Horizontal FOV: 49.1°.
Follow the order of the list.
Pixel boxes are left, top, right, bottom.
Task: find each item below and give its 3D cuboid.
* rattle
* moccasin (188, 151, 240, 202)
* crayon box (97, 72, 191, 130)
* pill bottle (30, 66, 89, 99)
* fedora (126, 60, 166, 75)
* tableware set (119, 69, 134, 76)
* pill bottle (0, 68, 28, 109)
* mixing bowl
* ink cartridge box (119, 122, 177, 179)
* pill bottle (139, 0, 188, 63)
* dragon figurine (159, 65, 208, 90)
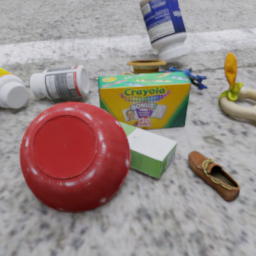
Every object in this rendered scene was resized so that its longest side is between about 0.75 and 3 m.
[{"bbox_3d":[4.448,-1.117,9.249,1.818,1.994,2.792,-5,30,-30],"label":"rattle"},{"bbox_3d":[2.194,1.136,7.302,0.624,0.658,1.705,-15,40,-19],"label":"moccasin"},{"bbox_3d":[0.475,-0.816,8.997,2.801,1.664,0.816,-4,37,-5],"label":"crayon box"},{"bbox_3d":[-2.505,-1.645,10.347,1.939,1.123,1.123,-4,37,11],"label":"pill bottle"},{"bbox_3d":[0.707,-2.316,11.073,1.612,0.657,1.612,-2,19,1],"label":"fedora"},{"bbox_3d":[0.422,-2.281,12.107,1.243,0.173,1.488,29,46,31],"label":"tableware set"},{"bbox_3d":[-4.658,-1.504,10.237,2.237,1.222,1.222,27,45,31],"label":"pill bottle"},{"bbox_3d":[-1.277,0.515,6.308,2.755,1.492,2.755,1,76,-2],"label":"mixing bowl"},{"bbox_3d":[0.201,0.542,7.995,2.111,0.626,1.096,20,34,23],"label":"ink cartridge box"},{"bbox_3d":[1.658,-4.464,12.505,1.678,2.900,1.678,-17,7,2],"label":"pill bottle"},{"bbox_3d":[1.992,-2.014,11.135,2.359,0.694,1.173,10,25,9],"label":"dragon figurine"}]
